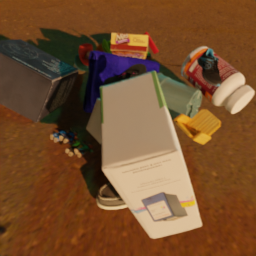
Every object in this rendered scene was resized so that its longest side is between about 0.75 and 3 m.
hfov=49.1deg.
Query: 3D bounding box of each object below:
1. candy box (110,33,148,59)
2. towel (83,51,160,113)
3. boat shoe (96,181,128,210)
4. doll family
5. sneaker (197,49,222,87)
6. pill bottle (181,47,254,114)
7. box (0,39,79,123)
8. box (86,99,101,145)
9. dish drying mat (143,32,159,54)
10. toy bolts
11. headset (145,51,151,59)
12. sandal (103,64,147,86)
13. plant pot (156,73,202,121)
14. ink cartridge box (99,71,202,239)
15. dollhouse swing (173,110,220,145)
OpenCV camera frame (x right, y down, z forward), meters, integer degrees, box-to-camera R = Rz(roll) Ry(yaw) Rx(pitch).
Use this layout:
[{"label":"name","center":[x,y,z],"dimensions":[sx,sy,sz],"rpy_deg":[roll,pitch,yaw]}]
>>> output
[{"label":"candy box","center":[0.057,-2.862,10.062],"dimensions":[1.225,0.593,2.099],"rpy_deg":[4,8,1]},{"label":"towel","center":[-0.138,-1.513,10.138],"dimensions":[2.873,2.122,0.712],"rpy_deg":[0,16,-33]},{"label":"boat shoe","center":[0.332,1.484,8.154],"dimensions":[2.758,0.824,0.986],"rpy_deg":[-18,44,-20]},{"label":"doll family","center":[-1.847,0.435,9.321],"dimensions":[1.542,0.605,0.891],"rpy_deg":[44,35,6]},{"label":"sneaker","center":[2.644,-1.930,8.935],"dimensions":[0.526,0.589,1.438],"rpy_deg":[3,52,-25]},{"label":"pill bottle","center":[3.261,-1.731,10.304],"dimensions":[1.424,1.424,2.521],"rpy_deg":[-25,60,-27]},{"label":"box","center":[-3.030,-1.526,8.429],"dimensions":[2.260,1.401,2.222],"rpy_deg":[28,19,-1]},{"label":"box","center":[-0.513,-0.132,7.849],"dimensions":[0.682,1.038,1.043],"rpy_deg":[2,30,-44]},{"label":"dish drying mat","center":[0.870,-3.261,10.772],"dimensions":[0.080,0.874,0.336],"rpy_deg":[-36,11,-17]},{"label":"toy bolts","center":[-1.420,-3.017,13.503],"dimensions":[2.371,1.644,2.265],"rpy_deg":[-16,82,-32]},{"label":"headset","center":[0.686,-3.920,15.037],"dimensions":[1.089,0.511,0.672],"rpy_deg":[5,43,-17]},{"label":"sandal","center":[-0.093,-1.276,7.387],"dimensions":[1.282,0.482,0.307],"rpy_deg":[-22,7,22]},{"label":"plant pot","center":[1.626,-0.966,10.050],"dimensions":[1.647,1.682,1.682],"rpy_deg":[22,44,29]},{"label":"ink cartridge box","center":[0.520,0.689,6.005],"dimensions":[1.312,2.998,2.179],"rpy_deg":[-15,45,8]},{"label":"dollhouse swing","center":[2.157,-0.164,8.605],"dimensions":[0.912,0.882,1.003],"rpy_deg":[21,24,-46]}]
